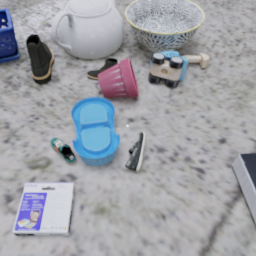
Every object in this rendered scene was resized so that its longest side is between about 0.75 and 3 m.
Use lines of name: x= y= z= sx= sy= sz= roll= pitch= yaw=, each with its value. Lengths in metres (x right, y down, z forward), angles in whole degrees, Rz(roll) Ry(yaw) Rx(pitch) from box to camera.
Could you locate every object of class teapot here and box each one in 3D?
teapot: x=-1.480 y=-4.073 z=10.607 sx=2.743 sy=2.030 sz=2.779 roll=-8 pitch=50 yaw=-6

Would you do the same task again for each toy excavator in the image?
toy excavator: x=1.810 y=-2.291 z=9.895 sx=1.882 sy=0.967 sz=1.936 roll=16 pitch=42 yaw=12

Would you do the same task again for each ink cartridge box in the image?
ink cartridge box: x=-1.931 y=1.893 z=6.604 sx=1.235 sy=0.270 sz=1.246 roll=0 pitch=51 yaw=0
ink cartridge box: x=4.311 y=1.794 z=6.476 sx=2.872 sy=0.629 sz=2.899 roll=-4 pitch=50 yaw=-4

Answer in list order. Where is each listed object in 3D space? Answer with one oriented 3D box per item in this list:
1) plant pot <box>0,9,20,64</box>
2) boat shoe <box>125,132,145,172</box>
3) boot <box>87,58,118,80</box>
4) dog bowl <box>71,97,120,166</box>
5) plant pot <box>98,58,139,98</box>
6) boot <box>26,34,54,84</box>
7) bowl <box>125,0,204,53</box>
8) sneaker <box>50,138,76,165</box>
plant pot: x=-4.910 y=-3.247 z=10.272 sx=1.620 sy=1.456 sz=1.620 roll=-17 pitch=52 yaw=-14
boat shoe: x=0.224 y=0.590 z=7.617 sx=0.423 sy=0.449 sz=1.250 roll=13 pitch=52 yaw=5
boot: x=-0.875 y=-2.090 z=9.702 sx=1.167 sy=0.807 sz=0.452 roll=0 pitch=49 yaw=1
dog bowl: x=-0.933 y=0.086 z=7.983 sx=1.272 sy=0.566 sz=2.281 roll=-7 pitch=50 yaw=-6
plant pot: x=-0.325 y=-1.490 z=9.025 sx=1.109 sy=1.239 sz=1.239 roll=-15 pitch=49 yaw=8
boot: x=-3.151 y=-2.847 z=9.859 sx=0.873 sy=1.559 sz=2.254 roll=-14 pitch=50 yaw=-12
bowl: x=1.330 y=-3.797 z=10.803 sx=2.917 sy=1.369 sz=2.917 roll=0 pitch=49 yaw=0
sneaker: x=-1.789 y=0.547 z=7.672 sx=0.378 sy=0.423 sz=1.059 roll=-36 pitch=58 yaw=-27
